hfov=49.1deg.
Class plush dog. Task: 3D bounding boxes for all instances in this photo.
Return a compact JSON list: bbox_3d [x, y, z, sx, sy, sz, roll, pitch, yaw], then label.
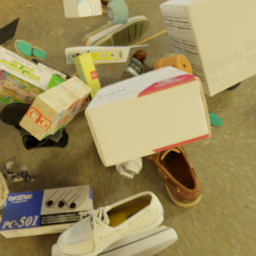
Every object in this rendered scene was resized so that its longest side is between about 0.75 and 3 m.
[{"bbox_3d":[0.717,-1.485,9.226,1.938,2.256,1.810,19,18,4],"label":"plush dog"}]

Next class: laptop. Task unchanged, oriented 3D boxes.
[{"bbox_3d":[-5.676,-3.725,11.232,2.169,1.257,2.031,26,55,19],"label":"laptop"}]

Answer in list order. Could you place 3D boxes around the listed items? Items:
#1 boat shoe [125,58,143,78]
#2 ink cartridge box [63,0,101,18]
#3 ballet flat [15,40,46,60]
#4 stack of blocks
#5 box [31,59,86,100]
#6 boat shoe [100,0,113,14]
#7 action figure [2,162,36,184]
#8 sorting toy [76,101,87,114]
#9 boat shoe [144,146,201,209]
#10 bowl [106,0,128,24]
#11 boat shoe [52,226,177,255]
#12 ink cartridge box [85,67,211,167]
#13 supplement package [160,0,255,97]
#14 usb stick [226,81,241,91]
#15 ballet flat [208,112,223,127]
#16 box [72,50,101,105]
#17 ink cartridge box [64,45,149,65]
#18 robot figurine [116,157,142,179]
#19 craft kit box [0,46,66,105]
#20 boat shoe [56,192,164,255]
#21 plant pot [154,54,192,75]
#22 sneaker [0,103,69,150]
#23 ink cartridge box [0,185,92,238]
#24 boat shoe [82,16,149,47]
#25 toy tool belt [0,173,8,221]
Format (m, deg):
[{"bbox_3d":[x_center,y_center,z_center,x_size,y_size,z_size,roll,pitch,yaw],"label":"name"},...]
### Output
[{"bbox_3d":[0.317,-1.572,7.933,0.330,0.933,0.423,20,81,40],"label":"boat shoe"},{"bbox_3d":[-1.313,-3.668,8.314,0.652,0.669,1.042,15,31,38],"label":"ink cartridge box"},{"bbox_3d":[-2.915,-2.231,8.170,0.370,1.188,0.401,9,89,26],"label":"ballet flat"},{"bbox_3d":[-1.443,-0.370,5.679,0.488,0.959,1.666,38,25,-3],"label":"stack of blocks"},{"bbox_3d":[-1.983,-1.439,8.587,2.022,0.506,2.037,25,4,-27],"label":"box"},{"bbox_3d":[-0.795,-5.730,13.251,1.754,0.631,0.633,26,56,20],"label":"boat shoe"},{"bbox_3d":[-2.988,1.206,7.502,1.083,0.644,0.553,2,80,27],"label":"action figure"},{"bbox_3d":[-2.320,-0.676,9.362,1.329,0.262,1.436,33,54,24],"label":"sorting toy"},{"bbox_3d":[1.064,0.693,7.544,1.043,0.979,2.898,-24,61,-9],"label":"boat shoe"},{"bbox_3d":[-0.431,-3.971,9.646,0.470,0.898,0.898,-28,56,-25],"label":"bowl"},{"bbox_3d":[-0.327,2.616,6.320,2.821,1.015,0.927,-18,57,-4],"label":"boat shoe"},{"bbox_3d":[0.342,-0.431,6.058,2.047,1.187,2.774,-17,14,4],"label":"ink cartridge box"},{"bbox_3d":[2.936,-3.053,8.883,2.713,2.837,2.086,-27,28,-3],"label":"supplement package"},{"bbox_3d":[3.088,-2.319,10.671,0.728,0.428,2.625,-31,58,-20],"label":"usb stick"},{"bbox_3d":[2.490,-0.356,9.002,1.143,0.418,0.418,28,56,13],"label":"ballet flat"},{"bbox_3d":[-1.074,-1.334,7.584,0.360,1.438,0.541,-23,15,-26],"label":"box"},{"bbox_3d":[-0.586,-2.347,8.897,2.372,0.557,2.344,0,16,0],"label":"ink cartridge box"},{"bbox_3d":[0.009,0.786,7.691,0.693,1.041,1.227,31,33,-26],"label":"robot figurine"},{"bbox_3d":[-3.033,-1.170,7.375,2.514,2.546,0.618,29,67,-20],"label":"craft kit box"},{"bbox_3d":[-0.427,1.696,5.107,2.124,0.905,0.785,-20,40,3],"label":"boat shoe"},{"bbox_3d":[1.265,-1.530,7.567,0.965,0.675,0.965,19,61,-39],"label":"plant pot"},{"bbox_3d":[-2.426,-0.006,6.917,2.299,0.690,1.199,-2,51,19],"label":"sneaker"},{"bbox_3d":[-1.966,2.056,6.916,2.109,0.466,0.992,-7,49,1],"label":"ink cartridge box"},{"bbox_3d":[-0.488,-3.947,11.501,2.972,1.111,1.017,-31,63,-22],"label":"boat shoe"},{"bbox_3d":[-3.204,1.657,6.594,0.817,0.804,1.309,-17,78,-16],"label":"toy tool belt"}]
